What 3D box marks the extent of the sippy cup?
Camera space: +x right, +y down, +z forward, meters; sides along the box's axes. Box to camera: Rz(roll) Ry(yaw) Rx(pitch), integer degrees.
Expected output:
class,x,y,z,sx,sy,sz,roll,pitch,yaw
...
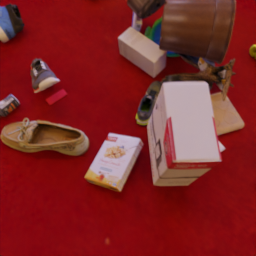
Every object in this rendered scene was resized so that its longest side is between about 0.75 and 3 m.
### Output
class,x,y,z,sx,sy,sz,roll,pitch,yaw
sippy cup,1.898,-4.007,11.225,2.218,1.742,1.625,22,52,1

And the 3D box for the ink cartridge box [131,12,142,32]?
class,x,y,z,sx,sy,sz,roll,pitch,yaw
ink cartridge box,0.375,-4.747,11.943,0.341,0.869,1.836,7,62,-9

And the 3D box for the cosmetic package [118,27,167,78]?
class,x,y,z,sx,sy,sz,roll,pitch,yaw
cosmetic package,0.539,-2.926,10.909,1.866,1.004,0.791,39,73,18

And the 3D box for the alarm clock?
class,x,y,z,sx,sy,sz,roll,pitch,yaw
alarm clock,0.839,-4.956,10.282,0.995,2.016,2.989,50,34,2

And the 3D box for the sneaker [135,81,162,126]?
class,x,y,z,sx,sy,sz,roll,pitch,yaw
sneaker,0.821,-0.983,10.027,0.687,0.753,1.859,18,63,9

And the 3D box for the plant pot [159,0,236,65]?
class,x,y,z,sx,sy,sz,roll,pitch,yaw
plant pot,2.172,-3.326,9.298,2.129,2.151,2.151,8,62,5

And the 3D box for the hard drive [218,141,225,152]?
class,x,y,z,sx,sy,sz,roll,pitch,yaw
hard drive,2.573,0.735,9.462,1.158,0.147,0.764,-31,66,-16

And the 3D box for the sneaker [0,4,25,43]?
class,x,y,z,sx,sy,sz,roll,pitch,yaw
sneaker,-5.403,-4.874,11.944,1.403,0.968,2.521,-37,72,-11

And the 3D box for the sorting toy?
class,x,y,z,sx,sy,sz,roll,pitch,yaw
sorting toy,2.847,-0.399,9.949,2.083,0.307,1.540,-15,64,-11

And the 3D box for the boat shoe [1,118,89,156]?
class,x,y,z,sx,sy,sz,roll,pitch,yaw
boat shoe,-2.809,0.211,9.279,2.995,0.939,1.098,4,63,3

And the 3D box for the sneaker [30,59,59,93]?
class,x,y,z,sx,sy,sz,roll,pitch,yaw
sneaker,-3.079,-1.872,9.695,0.915,0.972,2.374,-30,24,-14

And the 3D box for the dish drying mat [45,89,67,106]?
class,x,y,z,sx,sy,sz,roll,pitch,yaw
dish drying mat,-2.689,-1.150,10.509,0.795,0.072,0.305,-36,68,-18

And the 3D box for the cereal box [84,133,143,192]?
class,x,y,z,sx,sy,sz,roll,pitch,yaw
cereal box,-0.442,1.039,8.915,1.282,0.352,1.781,9,59,33

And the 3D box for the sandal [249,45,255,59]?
class,x,y,z,sx,sy,sz,roll,pitch,yaw
sandal,5.635,-2.773,11.071,0.716,0.654,1.645,-25,66,-17

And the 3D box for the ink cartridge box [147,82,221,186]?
class,x,y,z,sx,sy,sz,roll,pitch,yaw
ink cartridge box,1.388,0.350,7.967,1.217,2.920,2.121,-2,68,-6

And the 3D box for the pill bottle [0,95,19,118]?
class,x,y,z,sx,sy,sz,roll,pitch,yaw
pill bottle,-4.412,-0.734,10.053,0.486,0.486,0.916,37,68,18

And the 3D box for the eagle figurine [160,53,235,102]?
class,x,y,z,sx,sy,sz,roll,pitch,yaw
eagle figurine,2.562,-2.021,10.059,2.328,1.757,1.767,12,41,32
